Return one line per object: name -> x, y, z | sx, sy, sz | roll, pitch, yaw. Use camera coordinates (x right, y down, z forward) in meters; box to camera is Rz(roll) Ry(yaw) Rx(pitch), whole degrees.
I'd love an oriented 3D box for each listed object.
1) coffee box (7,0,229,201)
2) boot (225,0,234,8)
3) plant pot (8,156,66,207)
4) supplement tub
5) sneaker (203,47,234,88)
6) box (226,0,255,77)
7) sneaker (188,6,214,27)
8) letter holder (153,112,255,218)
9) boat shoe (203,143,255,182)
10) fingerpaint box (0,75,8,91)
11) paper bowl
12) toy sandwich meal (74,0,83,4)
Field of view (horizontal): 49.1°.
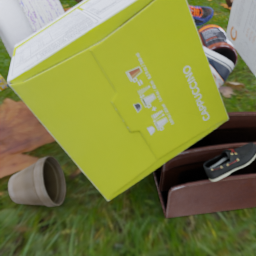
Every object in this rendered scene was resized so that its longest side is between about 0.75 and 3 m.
coffee box -> -0.251, -0.927, 5.498 | 2.779, 2.775, 2.749 | -33, 32, -1
boot -> 3.542, -3.380, 8.005 | 1.119, 0.553, 1.441 | -21, 84, 3
plant pot -> -2.190, 1.356, 6.646 | 1.020, 1.175, 1.175 | -15, 40, 9
supplement tub -> 3.544, -3.397, 11.793 | 1.455, 1.455, 2.720 | 1, 42, 1
sneaker -> 1.581, -1.821, 7.582 | 2.361, 0.926, 0.938 | 30, 90, 9
box -> 2.435, -1.548, 4.508 | 0.881, 1.124, 1.807 | -10, 50, -4
sneaker -> 1.628, -3.100, 7.646 | 1.396, 0.526, 0.548 | -2, -3, 6
letter holder -> 2.122, 0.804, 6.488 | 2.775, 1.973, 1.396 | -5, 41, -6
boat shoe -> 2.094, 0.632, 5.684 | 1.187, 0.372, 0.434 | -30, 19, 0
fingerpaint box -> -3.949, -1.354, 7.937 | 0.665, 0.797, 0.292 | -31, 36, -2
paper bowl -> -2.457, -2.390, 7.213 | 1.422, 2.734, 2.734 | -27, 47, -18
toy sandwich meal -> -0.953, -5.017, 9.688 | 2.466, 0.845, 2.466 | -3, 2, 0
